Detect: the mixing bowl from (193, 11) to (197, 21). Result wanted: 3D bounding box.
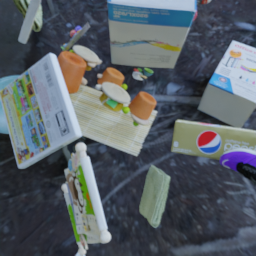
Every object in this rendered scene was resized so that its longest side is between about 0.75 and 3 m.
[{"bbox_3d":[1.959,-4.922,11.007,1.655,0.896,1.655,0,61,0],"label":"mixing bowl"}]

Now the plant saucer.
[{"bbox_3d":[-2.590,-0.736,6.700,2.195,0.423,2.195,7,42,-6],"label":"plant saucer"}]

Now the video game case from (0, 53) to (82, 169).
[{"bbox_3d":[-1.448,-0.247,4.448,1.297,0.163,1.425,-28,74,24],"label":"video game case"}]

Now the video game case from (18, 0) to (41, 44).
[{"bbox_3d":[-1.829,-2.815,5.782,0.192,1.677,1.526,20,56,-24],"label":"video game case"}]

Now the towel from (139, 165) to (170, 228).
[{"bbox_3d":[0.366,0.972,4.059,0.141,0.572,0.770,12,93,-21],"label":"towel"}]

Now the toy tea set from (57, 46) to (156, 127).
[{"bbox_3d":[-0.514,-0.631,5.053,2.071,0.766,1.231,37,27,7],"label":"toy tea set"}]

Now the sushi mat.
[{"bbox_3d":[-0.686,-0.298,5.731,2.361,0.143,1.129,20,64,9],"label":"sushi mat"}]

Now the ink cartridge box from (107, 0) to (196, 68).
[{"bbox_3d":[0.463,-2.657,6.360,1.678,2.320,1.708,5,74,0],"label":"ink cartridge box"}]

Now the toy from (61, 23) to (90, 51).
[{"bbox_3d":[-1.472,-2.505,7.619,0.235,0.572,0.994,41,94,-9],"label":"toy"}]

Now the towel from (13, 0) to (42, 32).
[{"bbox_3d":[-2.914,-4.301,7.461,0.541,2.201,2.966,-14,68,-2],"label":"towel"}]

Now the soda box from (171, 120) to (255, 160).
[{"bbox_3d":[1.651,0.256,4.805,1.729,0.586,0.553,8,96,14],"label":"soda box"}]

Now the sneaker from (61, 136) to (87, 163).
[{"bbox_3d":[-1.374,0.215,8.069,1.207,0.806,2.107,-16,56,-2],"label":"sneaker"}]

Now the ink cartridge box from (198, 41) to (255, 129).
[{"bbox_3d":[3.326,-1.332,8.591,1.459,1.434,1.982,27,63,15],"label":"ink cartridge box"}]

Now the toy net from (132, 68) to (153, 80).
[{"bbox_3d":[0.324,-1.513,7.625,0.489,0.180,0.932,34,28,12],"label":"toy net"}]

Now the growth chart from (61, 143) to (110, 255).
[{"bbox_3d":[-0.766,1.222,4.581,0.193,2.172,1.572,-12,69,-25],"label":"growth chart"}]

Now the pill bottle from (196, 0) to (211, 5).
[{"bbox_3d":[2.170,-4.220,8.660,1.315,0.762,0.762,-5,59,9],"label":"pill bottle"}]

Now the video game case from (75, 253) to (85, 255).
[{"bbox_3d":[-0.874,4.125,6.160,2.186,0.197,1.565,38,67,20],"label":"video game case"}]

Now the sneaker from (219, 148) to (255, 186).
[{"bbox_3d":[1.780,0.593,3.963,1.000,0.348,0.497,4,45,30],"label":"sneaker"}]
